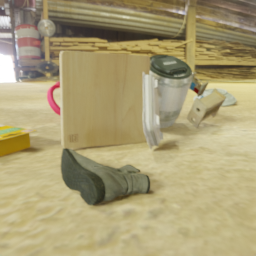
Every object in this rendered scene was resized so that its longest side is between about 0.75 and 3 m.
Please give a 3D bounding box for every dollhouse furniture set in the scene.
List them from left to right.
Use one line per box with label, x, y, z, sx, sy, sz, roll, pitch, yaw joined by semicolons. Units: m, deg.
dollhouse furniture set;2.742;-1.143;11.352;1.211;1.204;1.718;-27;60;-29

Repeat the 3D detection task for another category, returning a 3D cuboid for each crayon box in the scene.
crayon box;-4.072;0.363;8.347;2.379;0.614;1.496;7;14;30

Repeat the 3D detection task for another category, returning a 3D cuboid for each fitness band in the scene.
fitness band;-2.749;-1.340;13.199;0.443;1.700;2.367;-21;-6;37

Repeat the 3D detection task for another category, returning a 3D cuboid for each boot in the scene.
boot;-0.544;0.967;5.885;1.326;0.687;2.029;-1;17;-35

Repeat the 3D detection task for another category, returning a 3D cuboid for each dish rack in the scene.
dish rack;0.718;-0.474;7.982;0.414;1.902;1.632;-5;-25;11

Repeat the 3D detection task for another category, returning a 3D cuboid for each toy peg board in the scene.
toy peg board;-0.874;-0.929;8.972;2.763;2.775;1.357;-4;12;-25

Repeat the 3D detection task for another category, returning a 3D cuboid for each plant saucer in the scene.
plant saucer;5.674;-2.084;18.286;2.712;0.681;2.712;-2;23;1

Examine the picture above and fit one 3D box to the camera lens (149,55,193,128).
camera lens;1.342;-1.480;11.090;1.967;2.459;1.967;7;41;-6
